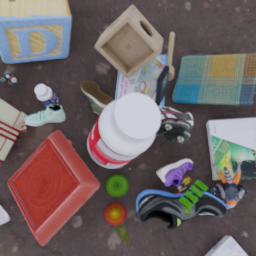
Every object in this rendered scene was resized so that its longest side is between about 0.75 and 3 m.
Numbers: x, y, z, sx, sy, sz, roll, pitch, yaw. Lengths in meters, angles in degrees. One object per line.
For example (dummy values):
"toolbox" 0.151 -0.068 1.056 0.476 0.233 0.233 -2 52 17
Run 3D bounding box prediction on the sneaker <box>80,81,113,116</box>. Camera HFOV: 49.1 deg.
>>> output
"sneaker" -1.191 -0.952 10.342 0.671 0.898 2.001 -20 41 -26

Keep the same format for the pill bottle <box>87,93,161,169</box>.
"pill bottle" -0.180 0.147 8.161 1.625 2.895 1.625 6 69 -17

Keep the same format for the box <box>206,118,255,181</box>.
"box" 4.368 0.705 9.815 2.953 0.537 2.132 -4 72 6

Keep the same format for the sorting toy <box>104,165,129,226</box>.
"sorting toy" -0.391 2.053 9.385 0.805 0.800 2.322 3 73 1

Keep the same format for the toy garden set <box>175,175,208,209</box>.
"toy garden set" 1.888 1.965 8.701 0.920 0.184 0.767 -40 58 -23

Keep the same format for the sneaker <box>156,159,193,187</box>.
"sneaker" 1.593 1.523 9.280 1.767 0.712 0.737 -11 74 -47

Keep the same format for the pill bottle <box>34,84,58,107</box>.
"pill bottle" -3.014 -1.179 10.278 0.583 0.974 0.583 -3 70 8

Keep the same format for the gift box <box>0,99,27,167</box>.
"gift box" -4.736 -0.020 9.319 2.169 2.026 2.002 20 75 26

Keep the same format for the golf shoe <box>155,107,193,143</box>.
"golf shoe" 0.942 -0.227 9.664 2.574 0.994 1.134 13 41 18

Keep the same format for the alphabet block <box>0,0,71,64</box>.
"alphabet block" -3.618 -4.194 10.255 2.545 2.531 2.592 -10 74 -19

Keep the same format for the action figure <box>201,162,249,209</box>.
"action figure" 3.127 1.930 9.190 1.553 0.812 1.502 -10 92 16

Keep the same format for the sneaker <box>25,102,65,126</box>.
"sneaker" -2.804 -0.489 9.314 1.328 0.783 0.489 -9 58 -12

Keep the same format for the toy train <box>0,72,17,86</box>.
"toy train" -4.423 -1.806 10.439 0.527 0.924 0.394 32 77 -27

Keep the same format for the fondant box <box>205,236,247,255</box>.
"fondant box" 3.311 4.553 8.726 1.325 0.535 1.837 -38 75 -11

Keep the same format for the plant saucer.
"plant saucer" -2.474 1.683 8.444 2.559 0.470 2.563 -47 58 5

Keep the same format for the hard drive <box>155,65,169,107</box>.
"hard drive" 1.123 -1.373 9.326 0.191 1.161 0.810 19 56 16

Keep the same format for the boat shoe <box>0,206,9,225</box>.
"boat shoe" -4.346 2.779 9.175 1.161 0.418 0.398 31 42 29

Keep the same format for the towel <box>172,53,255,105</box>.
"towel" 3.139 -1.768 10.194 2.858 0.310 2.096 6 70 32

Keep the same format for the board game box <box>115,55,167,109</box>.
"board game box" 0.480 -1.555 10.701 1.839 0.468 2.735 6 73 1

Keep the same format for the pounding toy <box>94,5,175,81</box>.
"pounding toy" 0.652 -2.796 9.648 2.612 2.295 1.195 41 37 -23

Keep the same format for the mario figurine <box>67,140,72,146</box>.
"mario figurine" -2.188 0.685 9.703 0.583 0.944 0.500 14 52 -29

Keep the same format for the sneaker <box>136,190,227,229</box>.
"sneaker" 1.661 2.655 8.872 2.829 1.003 1.172 1 45 1
